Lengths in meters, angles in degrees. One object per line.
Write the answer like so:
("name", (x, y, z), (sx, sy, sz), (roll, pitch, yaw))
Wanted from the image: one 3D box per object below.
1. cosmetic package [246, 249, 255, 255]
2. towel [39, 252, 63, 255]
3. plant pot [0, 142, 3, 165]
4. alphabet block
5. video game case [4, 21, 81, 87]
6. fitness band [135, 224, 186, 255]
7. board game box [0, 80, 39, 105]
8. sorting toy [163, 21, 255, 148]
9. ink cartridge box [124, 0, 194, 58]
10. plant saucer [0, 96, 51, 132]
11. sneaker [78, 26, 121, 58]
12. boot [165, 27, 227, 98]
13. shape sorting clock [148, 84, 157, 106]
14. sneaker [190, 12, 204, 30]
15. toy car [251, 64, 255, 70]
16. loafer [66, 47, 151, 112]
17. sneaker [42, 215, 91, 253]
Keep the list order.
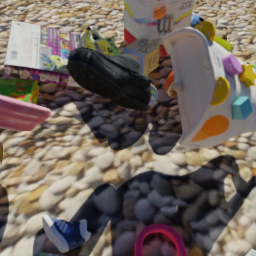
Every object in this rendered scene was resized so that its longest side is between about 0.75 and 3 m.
("cosmetic package", (2.913, 3.181, 4.358), (2.703, 1.116, 0.684), (32, 53, 25))
("towel", (-1.378, 2.773, 5.372), (0.888, 0.136, 0.662), (6, 47, 6))
("plant pot", (-3.886, 0.618, 6.364), (1.624, 1.726, 1.726), (14, 48, -1))
("alphabet block", (0.447, -2.404, 9.586), (0.882, 0.887, 0.903), (33, 55, 23))
("video game case", (-2.744, -2.539, 9.487), (2.481, 0.490, 2.738), (5, 45, -22))
("fitness band", (0.649, 2.597, 5.477), (1.008, 0.263, 1.404), (-1, 49, -5))
("board game box", (-3.910, -0.951, 8.524), (2.103, 0.501, 1.069), (-1, 48, -1))
("sorting toy", (2.445, -1.022, 6.751), (2.647, 1.571, 2.940), (10, 63, -30))
("ink cartridge box", (1.043, -4.138, 10.045), (1.841, 2.534, 1.833), (-22, 51, -19))
("plant saucer", (-2.907, -0.433, 5.947), (2.401, 2.401, 0.609), (15, 89, 13))
("sneaker", (-0.652, -2.366, 9.259), (2.592, 0.990, 0.977), (38, 45, 14))
("boot", (1.718, -2.079, 8.631), (1.452, 1.016, 2.707), (30, 67, 24))
("shape sorting clock", (0.344, -0.942, 8.161), (1.024, 1.024, 0.201), (1, 46, 1))
("sneaker", (2.542, -4.181, 11.362), (0.770, 0.679, 1.728), (29, 53, 27))
("toy car", (4.740, -1.789, 8.783), (2.549, 0.604, 2.709), (-10, 69, 11))
("loafer", (-0.248, -1.100, 5.840), (0.969, 2.854, 1.002), (12, 87, 26))
("sneaker", (-1.256, 2.094, 5.886), (0.759, 0.418, 1.037), (-15, 32, -39))
